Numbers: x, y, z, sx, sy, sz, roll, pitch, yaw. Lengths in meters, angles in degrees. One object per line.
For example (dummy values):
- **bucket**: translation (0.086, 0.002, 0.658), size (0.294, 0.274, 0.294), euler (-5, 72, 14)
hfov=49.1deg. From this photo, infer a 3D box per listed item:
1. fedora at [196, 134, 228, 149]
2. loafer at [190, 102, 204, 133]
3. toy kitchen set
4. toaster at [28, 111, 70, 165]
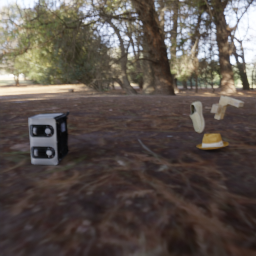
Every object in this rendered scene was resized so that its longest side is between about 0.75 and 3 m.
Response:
- **fedora**: translation (3.306, 0.493, 11.056), size (1.286, 0.524, 1.286), euler (-8, 4, 1)
- **loafer**: translation (2.150, -0.337, 8.880), size (0.348, 1.018, 0.385), euler (2, -15, -23)
- **toy kitchen set**: translation (3.767, -0.678, 10.769), size (0.744, 0.912, 0.823), euler (-6, 26, -43)
- **toaster**: translation (-2.727, 0.307, 9.848), size (1.056, 1.609, 1.779), euler (0, 10, 3)
